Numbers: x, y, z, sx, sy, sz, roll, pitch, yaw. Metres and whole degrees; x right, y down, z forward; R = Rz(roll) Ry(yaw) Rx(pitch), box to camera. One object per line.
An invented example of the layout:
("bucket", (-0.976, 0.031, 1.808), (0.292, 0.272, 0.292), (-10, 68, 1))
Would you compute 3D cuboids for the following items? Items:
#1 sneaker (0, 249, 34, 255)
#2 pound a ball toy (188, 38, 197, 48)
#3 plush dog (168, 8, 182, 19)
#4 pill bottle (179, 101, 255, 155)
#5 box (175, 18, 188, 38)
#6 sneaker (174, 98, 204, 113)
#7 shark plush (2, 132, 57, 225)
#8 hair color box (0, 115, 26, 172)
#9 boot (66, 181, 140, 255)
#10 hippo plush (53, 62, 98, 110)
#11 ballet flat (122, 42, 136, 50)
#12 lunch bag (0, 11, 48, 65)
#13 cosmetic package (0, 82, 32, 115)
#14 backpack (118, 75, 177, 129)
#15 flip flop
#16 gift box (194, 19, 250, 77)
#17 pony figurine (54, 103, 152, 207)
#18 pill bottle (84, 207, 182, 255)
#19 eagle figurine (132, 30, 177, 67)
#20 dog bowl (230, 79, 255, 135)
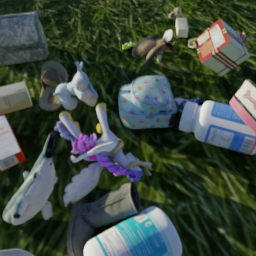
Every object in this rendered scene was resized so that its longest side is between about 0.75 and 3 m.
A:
("sneaker", (-3.149, 3.637, 7.077), (1.637, 0.965, 0.602), (17, 14, -24))
("pound a ball toy", (3.375, -4.083, 13.704), (0.915, 0.389, 0.596), (-26, 44, -33))
("plush dog", (2.617, -6.339, 15.713), (0.711, 0.664, 0.827), (-17, 21, 4))
("pill bottle", (3.164, -0.105, 9.649), (2.605, 1.462, 1.462), (17, 51, 14))
("box", (2.834, -5.294, 14.782), (0.565, 0.462, 1.189), (3, 49, 3))
("sneaker", (2.501, -0.912, 10.823), (1.673, 0.737, 0.630), (21, 54, 19))
("shark plush", (-2.785, 1.424, 8.007), (1.167, 1.273, 2.803), (11, 89, 38))
("hair color box", (-4.412, 0.536, 9.650), (1.068, 0.616, 1.927), (-26, 55, -18))
("boot", (-0.608, 2.474, 7.429), (1.989, 0.722, 1.809), (-18, 49, 14))
("hippo plush", (-2.136, -1.415, 10.641), (1.414, 1.759, 1.401), (-24, 7, 10))
("ballet flat", (0.079, -4.084, 13.829), (0.831, 0.279, 0.278), (-24, 25, -18))
("lunch bag", (-5.056, -4.200, 12.743), (2.465, 2.067, 1.717), (-9, 50, -9))
("cosmetic package", (-4.727, -1.082, 10.862), (1.746, 0.918, 0.621), (-19, 52, -14))
("backpack", (0.648, -0.919, 10.316), (2.073, 1.589, 1.822), (-9, 55, 1))
("flip flop", (-3.178, -1.889, 11.596), (1.170, 0.830, 2.884), (-3, 49, -2))
("gift box", (4.070, -3.487, 12.022), (1.683, 1.663, 1.802), (21, 54, -35))
("pony figurine", (-0.961, 0.688, 8.518), (2.814, 2.428, 2.915), (-17, 57, -40))
("pill bottle", (-0.084, 3.127, 6.877), (2.578, 1.428, 1.428), (-24, 53, -18))
("eagle figurine", (1.252, -3.542, 12.700), (1.834, 1.391, 1.384), (-11, 88, -15))
("dog bowl", (4.468, -0.311, 9.292), (0.987, 2.677, 2.677), (-42, 49, 20))
